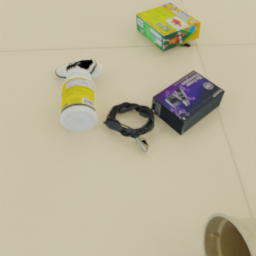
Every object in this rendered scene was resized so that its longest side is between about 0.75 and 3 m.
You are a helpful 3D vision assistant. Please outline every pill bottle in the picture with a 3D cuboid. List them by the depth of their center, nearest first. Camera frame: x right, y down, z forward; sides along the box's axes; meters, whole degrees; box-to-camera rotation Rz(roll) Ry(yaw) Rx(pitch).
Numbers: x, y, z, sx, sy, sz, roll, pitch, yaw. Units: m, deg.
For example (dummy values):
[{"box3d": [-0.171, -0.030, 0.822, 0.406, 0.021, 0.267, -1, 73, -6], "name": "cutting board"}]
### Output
[{"box3d": [-1.862, -1.117, 10.605, 1.308, 1.308, 2.326, -5, 52, -4], "name": "pill bottle"}]

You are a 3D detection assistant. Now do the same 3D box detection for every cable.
[{"box3d": [0.158, -0.323, 10.457, 1.995, 0.507, 1.628, 17, 45, 30], "name": "cable"}]

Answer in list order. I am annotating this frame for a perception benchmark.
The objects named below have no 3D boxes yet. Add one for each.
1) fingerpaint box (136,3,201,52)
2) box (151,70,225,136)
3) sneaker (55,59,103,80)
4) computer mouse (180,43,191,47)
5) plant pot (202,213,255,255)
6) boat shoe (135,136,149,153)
[{"box3d": [1.896, -4.932, 13.617, 2.092, 0.920, 2.508, -25, 51, -16], "name": "fingerpaint box"}, {"box3d": [2.291, -1.023, 10.822, 2.326, 0.917, 1.642, -35, 63, -24], "name": "box"}, {"box3d": [-2.152, -2.532, 11.702, 2.138, 0.855, 0.788, -5, 75, 18], "name": "sneaker"}, {"box3d": [2.787, -4.250, 13.679, 0.523, 0.199, 0.756, 3, 53, 4], "name": "computer mouse"}, {"box3d": [3.336, 3.183, 7.079, 2.007, 2.192, 2.192, -2, 52, -16], "name": "plant pot"}, {"box3d": [0.500, 0.472, 9.892, 0.316, 0.289, 0.844, -5, 48, -37], "name": "boat shoe"}]
